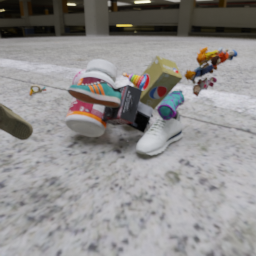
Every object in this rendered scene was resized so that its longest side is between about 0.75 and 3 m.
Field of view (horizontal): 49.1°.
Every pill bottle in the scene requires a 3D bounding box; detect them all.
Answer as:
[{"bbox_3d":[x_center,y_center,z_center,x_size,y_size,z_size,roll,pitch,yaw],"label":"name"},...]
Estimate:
[{"bbox_3d":[-1.316,-1.163,10.769,1.503,1.503,2.743,7,65,14],"label":"pill bottle"},{"bbox_3d":[-1.711,-2.050,14.410,1.509,1.509,2.662,-15,27,-30],"label":"pill bottle"}]

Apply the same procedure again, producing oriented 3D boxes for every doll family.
[{"bbox_3d":[2.644,-2.088,9.737,1.312,2.114,0.952,-23,64,-32],"label":"doll family"}]

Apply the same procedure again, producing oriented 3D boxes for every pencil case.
[{"bbox_3d":[1.506,-0.802,9.629,0.653,0.601,1.413,21,35,17],"label":"pencil case"}]

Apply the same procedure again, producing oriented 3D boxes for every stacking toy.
[{"bbox_3d":[0.180,-1.639,9.386,0.809,0.444,0.470,28,67,5],"label":"stacking toy"}]

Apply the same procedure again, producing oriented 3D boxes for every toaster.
[{"bbox_3d":[0.357,-0.404,10.143,0.974,0.881,0.578,26,46,8],"label":"toaster"}]

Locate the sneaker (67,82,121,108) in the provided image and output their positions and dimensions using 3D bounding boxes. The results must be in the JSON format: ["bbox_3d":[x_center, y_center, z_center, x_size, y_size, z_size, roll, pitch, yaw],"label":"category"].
[{"bbox_3d":[-1.027,-1.144,8.826,1.684,0.673,0.601,13,-24,-14],"label":"sneaker"}]

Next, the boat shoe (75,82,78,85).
[{"bbox_3d":[-1.773,-1.097,12.020,0.648,1.834,0.584,-7,2,36],"label":"boat shoe"}]

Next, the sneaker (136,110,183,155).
[{"bbox_3d":[1.088,0.153,9.967,0.953,1.004,2.494,15,31,33],"label":"sneaker"}]

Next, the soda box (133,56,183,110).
[{"bbox_3d":[0.750,-1.340,10.697,0.947,2.796,0.895,10,48,-33],"label":"soda box"}]

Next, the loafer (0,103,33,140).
[{"bbox_3d":[-2.825,-0.183,6.419,1.471,0.559,0.496,35,-6,1],"label":"loafer"}]

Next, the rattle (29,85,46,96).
[{"bbox_3d":[-5.119,-2.092,15.957,0.898,0.585,0.641,13,25,-25],"label":"rattle"}]

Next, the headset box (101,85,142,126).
[{"bbox_3d":[-0.207,-0.737,9.442,0.602,1.160,1.558,20,-11,-27],"label":"headset box"}]
